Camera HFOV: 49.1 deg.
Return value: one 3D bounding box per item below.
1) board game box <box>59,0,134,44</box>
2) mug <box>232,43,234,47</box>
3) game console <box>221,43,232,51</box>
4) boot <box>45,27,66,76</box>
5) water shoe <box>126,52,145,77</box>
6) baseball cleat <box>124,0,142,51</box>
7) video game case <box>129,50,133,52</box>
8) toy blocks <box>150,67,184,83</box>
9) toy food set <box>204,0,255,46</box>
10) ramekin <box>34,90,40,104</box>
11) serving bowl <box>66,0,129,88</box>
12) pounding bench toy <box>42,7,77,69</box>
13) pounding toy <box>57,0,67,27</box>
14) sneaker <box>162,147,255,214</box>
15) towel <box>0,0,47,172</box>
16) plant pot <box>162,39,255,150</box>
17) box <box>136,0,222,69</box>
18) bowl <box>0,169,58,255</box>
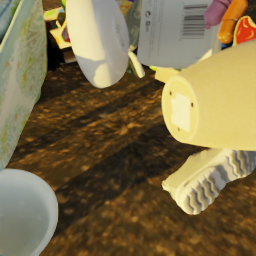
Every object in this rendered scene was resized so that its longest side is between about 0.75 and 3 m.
[{"bbox_3d":[-0.691,-2.548,6.325,1.172,1.547,0.358,-4,55,-44],"label":"board game box"},{"bbox_3d":[4.570,-2.807,10.366,2.115,1.738,1.308,-6,42,-6],"label":"mug"},{"bbox_3d":[3.353,-3.420,12.040,2.265,0.273,1.336,-15,47,-15],"label":"game console"},{"bbox_3d":[-2.617,-2.702,7.049,1.008,2.724,2.233,-31,36,-5],"label":"boot"},{"bbox_3d":[-0.238,-2.503,10.865,0.987,0.894,2.502,-34,46,-3],"label":"water shoe"},{"bbox_3d":[0.614,-3.799,8.672,1.585,2.978,1.038,-2,21,-46],"label":"baseball cleat"},{"bbox_3d":[-0.290,-3.747,12.486,1.294,0.115,0.926,12,45,13],"label":"video game case"},{"bbox_3d":[2.157,-1.965,10.119,2.312,1.156,1.581,30,41,22],"label":"toy blocks"},{"bbox_3d":[2.246,-2.304,5.399,0.407,1.644,2.586,28,43,-38],"label":"toy food set"},{"bbox_3d":[-3.932,-1.384,9.483,1.927,0.941,1.927,0,45,0],"label":"ramekin"},{"bbox_3d":[-0.356,-1.555,4.700,0.564,1.714,1.714,-6,42,18],"label":"serving bowl"},{"bbox_3d":[-2.440,-3.987,11.318,2.210,1.760,2.833,-13,44,6],"label":"pounding bench toy"},{"bbox_3d":[-1.538,-3.287,7.691,1.821,2.359,1.095,-10,44,59],"label":"pounding toy"},{"bbox_3d":[1.657,0.610,5.446,2.342,0.875,0.960,-29,28,-21],"label":"sneaker"},{"bbox_3d":[-2.152,-0.767,4.960,0.709,2.521,2.945,14,55,-5],"label":"towel"},{"bbox_3d":[1.524,-0.394,3.967,1.895,1.775,1.775,-11,45,-21],"label":"plant pot"},{"bbox_3d":[1.403,-2.560,7.299,1.958,1.948,1.280,8,6,26],"label":"box"},{"bbox_3d":[-2.631,2.089,5.786,2.363,1.062,2.363,5,44,-5],"label":"bowl"}]
